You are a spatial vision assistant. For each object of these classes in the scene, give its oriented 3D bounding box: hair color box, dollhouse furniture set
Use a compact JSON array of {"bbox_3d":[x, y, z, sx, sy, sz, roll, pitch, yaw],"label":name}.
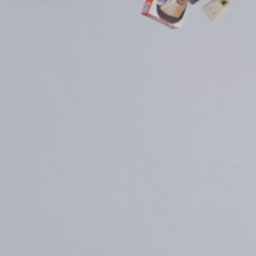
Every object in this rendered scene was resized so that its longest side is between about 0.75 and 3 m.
[{"bbox_3d":[1.223,-3.736,7.185,1.047,0.631,2.062,16,103,-23],"label":"hair color box"},{"bbox_3d":[1.450,-2.770,5.515,1.711,1.214,1.355,-42,97,-30],"label":"dollhouse furniture set"}]
